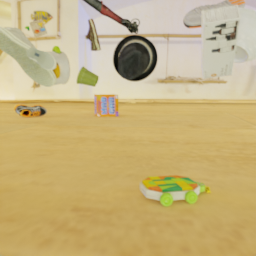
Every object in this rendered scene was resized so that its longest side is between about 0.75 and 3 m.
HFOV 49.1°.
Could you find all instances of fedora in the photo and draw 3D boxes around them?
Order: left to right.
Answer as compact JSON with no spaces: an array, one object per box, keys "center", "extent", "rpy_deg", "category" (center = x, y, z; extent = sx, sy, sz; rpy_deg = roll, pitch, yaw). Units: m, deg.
[{"center":[0.200,-2.636,11.296],"extent":[2.039,2.039,0.931],"rpy_deg":[2,36,15],"category":"fedora"}]

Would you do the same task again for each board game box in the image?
[{"center":[-1.122,-1.152,14.206],"extent":[1.082,1.082,1.083],"rpy_deg":[-2,8,-13],"category":"board game box"}]

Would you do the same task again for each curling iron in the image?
[{"center":[-0.413,-2.075,4.790],"extent":[1.524,0.195,0.378],"rpy_deg":[26,-10,-24],"category":"curling iron"}]

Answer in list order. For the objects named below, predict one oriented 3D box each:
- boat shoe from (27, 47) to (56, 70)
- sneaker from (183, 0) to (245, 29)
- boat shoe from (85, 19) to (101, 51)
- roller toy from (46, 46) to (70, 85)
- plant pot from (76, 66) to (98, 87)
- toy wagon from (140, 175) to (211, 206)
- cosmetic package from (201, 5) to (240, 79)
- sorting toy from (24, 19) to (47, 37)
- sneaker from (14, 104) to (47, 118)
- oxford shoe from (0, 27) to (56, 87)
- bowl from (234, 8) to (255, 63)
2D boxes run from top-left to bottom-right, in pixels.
[{"center":[-1.945,-1.592,6.552],"extent":[1.030,0.359,0.367],"rpy_deg":[33,5,31],"category":"boat shoe"},{"center":[3.054,-3.720,10.097],"extent":[2.324,0.902,1.302],"rpy_deg":[-17,-31,-7],"category":"sneaker"},{"center":[-1.583,-3.933,12.046],"extent":[0.538,1.454,0.537],"rpy_deg":[-12,43,0],"category":"boat shoe"},{"center":[-2.708,-2.123,10.070],"extent":[0.930,1.331,1.214],"rpy_deg":[-11,-24,-31],"category":"roller toy"},{"center":[-1.805,-2.247,12.747],"extent":[0.818,0.861,0.861],"rpy_deg":[22,9,3],"category":"plant pot"},{"center":[0.585,0.719,3.390],"extent":[0.857,0.170,0.665],"rpy_deg":[-2,8,-13],"category":"toy wagon"},{"center":[1.900,-1.723,5.920],"extent":[0.683,0.419,1.655],"rpy_deg":[-3,-29,13],"category":"cosmetic package"},{"center":[-3.671,-3.922,11.117],"extent":[0.793,0.586,0.117],"rpy_deg":[-27,27,-23],"category":"sorting toy"},{"center":[-4.634,-0.740,13.456],"extent":[1.579,0.618,0.610],"rpy_deg":[-1,34,-42],"category":"sneaker"},{"center":[-3.357,-2.480,9.440],"extent":[2.787,1.048,0.805],"rpy_deg":[42,41,9],"category":"oxford shoe"},{"center":[3.525,-2.725,8.923],"extent":[2.046,0.920,2.046],"rpy_deg":[26,-12,6],"category":"bowl"}]
